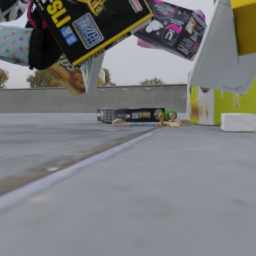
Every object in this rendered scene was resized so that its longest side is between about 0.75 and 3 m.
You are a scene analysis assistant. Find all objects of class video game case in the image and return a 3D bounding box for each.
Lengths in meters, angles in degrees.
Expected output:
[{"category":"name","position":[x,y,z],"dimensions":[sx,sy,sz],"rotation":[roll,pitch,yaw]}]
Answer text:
[{"category":"video game case","position":[-1.237,-2.656,8.155],"dimensions":[0.316,2.460,2.706],"rotation":[-11,-15,-17]}]

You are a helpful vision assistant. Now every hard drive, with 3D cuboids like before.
[{"category":"hard drive","position":[2.819,-2.127,7.408],"dimensions":[1.723,2.612,0.349],"rotation":[10,45,-1]}]

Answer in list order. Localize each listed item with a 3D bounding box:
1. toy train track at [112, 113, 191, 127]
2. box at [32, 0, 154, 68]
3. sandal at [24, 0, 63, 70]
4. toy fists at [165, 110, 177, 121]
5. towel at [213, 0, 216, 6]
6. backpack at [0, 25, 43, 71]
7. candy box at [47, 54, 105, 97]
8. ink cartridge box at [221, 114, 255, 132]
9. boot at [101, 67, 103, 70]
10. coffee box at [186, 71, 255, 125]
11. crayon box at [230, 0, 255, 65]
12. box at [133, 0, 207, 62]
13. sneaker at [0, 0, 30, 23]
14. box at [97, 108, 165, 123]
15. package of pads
[{"category":"toy train track","position":[0.811,-0.280,9.553],"dimensions":[2.703,0.440,1.550],"rotation":[-1,4,-11]},{"category":"box","position":[-0.831,-2.526,5.225],"dimensions":[1.775,2.223,0.549],"rotation":[-30,3,10]},{"category":"sandal","position":[-1.673,-2.711,6.093],"dimensions":[1.103,2.937,0.662],"rotation":[16,-6,12]},{"category":"toy fists","position":[1.605,-0.565,13.352],"dimensions":[0.806,0.543,1.580],"rotation":[6,0,-21]},{"category":"towel","position":[4.113,-3.856,10.552],"dimensions":[1.611,2.225,0.265],"rotation":[8,36,39]},{"category":"backpack","position":[-2.247,-1.648,5.493],"dimensions":[1.025,0.855,0.649],"rotation":[7,2,-9]},{"category":"candy box","position":[-2.166,-2.427,10.509],"dimensions":[1.482,0.710,2.568],"rotation":[-21,-45,21]},{"category":"ink cartridge box","position":[2.902,-0.158,7.484],"dimensions":[0.769,0.442,1.313],"rotation":[1,4,14]},{"category":"boot","position":[-1.763,-2.350,12.105],"dimensions":[1.288,1.382,0.444],"rotation":[43,-30,-18]},{"category":"coffee box","position":[3.575,-1.174,10.467],"dimensions":[2.070,2.067,2.047],"rotation":[-1,4,-14]},{"category":"crayon box","position":[2.381,-2.297,5.753],"dimensions":[0.456,1.767,1.111],"rotation":[-6,-42,24]},{"category":"box","position":[1.215,-3.137,8.911],"dimensions":[2.127,1.220,1.405],"rotation":[36,16,33]},{"category":"sneaker","position":[-2.744,-3.245,6.444],"dimensions":[1.606,0.985,2.468],"rotation":[-24,23,39]},{"category":"box","position":[0.034,-0.534,11.836],"dimensions":[2.107,0.642,2.614],"rotation":[-5,5,-21]},{"category":"package of pads","position":[1.731,-4.027,11.613],"dimensions":[2.614,1.575,0.989],"rotation":[15,7,30]}]
